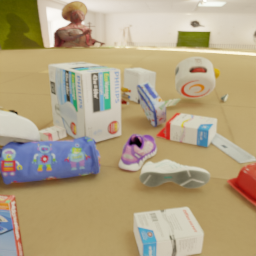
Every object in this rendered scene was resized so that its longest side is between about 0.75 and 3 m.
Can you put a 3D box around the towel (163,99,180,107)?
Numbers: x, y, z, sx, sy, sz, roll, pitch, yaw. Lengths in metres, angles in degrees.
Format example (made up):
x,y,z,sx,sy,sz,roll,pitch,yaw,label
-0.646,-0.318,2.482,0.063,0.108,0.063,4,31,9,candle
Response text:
x,y,z,sx,sy,sz,roll,pitch,yaw,label
2.070,-1.243,14.286,1.014,0.119,0.773,-11,-16,-17,towel

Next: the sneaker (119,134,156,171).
x,y,z,sx,sy,sz,roll,pitch,yaw,label
0.382,0.576,9.218,0.838,0.922,2.085,9,23,23,sneaker

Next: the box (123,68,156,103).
x,y,z,sx,sy,sz,roll,pitch,yaw,label
0.606,-2.406,15.704,1.094,1.674,1.665,-10,24,-28,box

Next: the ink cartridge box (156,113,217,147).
x,y,z,sx,sy,sz,roll,pitch,yaw,label
2.228,0.006,10.832,2.076,0.698,1.206,10,28,28,ink cartridge box

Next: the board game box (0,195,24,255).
x,y,z,sx,sy,sz,roll,pitch,yaw,label
-3.412,1.855,5.268,2.785,1.434,0.271,3,21,6,board game box

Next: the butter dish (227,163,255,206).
x,y,z,sx,sy,sz,roll,pitch,yaw,label
3.540,1.288,7.291,1.360,1.008,1.364,-6,22,-17,butter dish

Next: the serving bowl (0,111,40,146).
x,y,z,sx,sy,sz,roll,pitch,yaw,label
-3.909,-0.012,8.315,2.532,0.833,2.532,0,-11,0,serving bowl

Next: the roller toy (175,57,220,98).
x,y,z,sx,sy,sz,roll,pitch,yaw,label
3.535,-2.703,14.871,2.219,1.551,2.024,-24,-37,39,roller toy

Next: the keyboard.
x,y,z,sx,sy,sz,roll,pitch,yaw,label
3.543,0.680,10.102,0.659,0.125,2.342,-11,23,-14,keyboard

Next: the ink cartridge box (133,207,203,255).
x,y,z,sx,sy,sz,roll,pitch,yaw,label
0.792,2.156,5.752,1.230,0.518,0.898,-3,22,-9,ink cartridge box

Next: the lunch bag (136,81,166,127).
x,y,z,sx,sy,sz,roll,pitch,yaw,label
0.966,-1.084,12.089,0.710,1.506,1.879,-24,49,-8,lunch bag

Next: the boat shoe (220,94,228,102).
x,y,z,sx,sy,sz,roll,pitch,yaw,label
5.391,-1.723,15.728,0.299,0.352,0.967,23,27,17,boat shoe

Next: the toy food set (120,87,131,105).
x,y,z,sx,sy,sz,roll,pitch,yaw,label
-0.332,-1.370,14.128,0.593,0.629,1.318,19,67,37,toy food set

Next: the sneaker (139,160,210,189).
x,y,z,sx,sy,sz,roll,pitch,yaw,label
1.269,1.179,7.657,1.870,0.658,0.749,2,29,8,sneaker

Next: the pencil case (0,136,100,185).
x,y,z,sx,sy,sz,roll,pitch,yaw,label
-2.228,0.876,8.086,2.828,1.228,1.104,-4,-12,-12,pencil case

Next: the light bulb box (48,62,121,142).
x,y,z,sx,sy,sz,roll,pitch,yaw,label
-1.719,-1.096,11.023,1.678,2.665,2.689,-15,25,-35,light bulb box

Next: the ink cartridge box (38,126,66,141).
x,y,z,sx,sy,sz,roll,pitch,yaw,label
-2.918,0.230,10.851,0.623,0.363,0.855,17,29,37,ink cartridge box

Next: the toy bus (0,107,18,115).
x,y,z,sx,sy,sz,roll,pitch,yaw,label
-4.825,-0.114,10.371,2.474,1.355,2.622,-6,23,-15,toy bus
